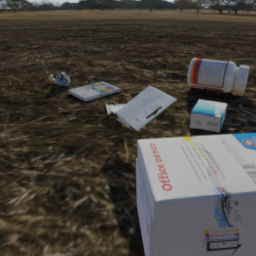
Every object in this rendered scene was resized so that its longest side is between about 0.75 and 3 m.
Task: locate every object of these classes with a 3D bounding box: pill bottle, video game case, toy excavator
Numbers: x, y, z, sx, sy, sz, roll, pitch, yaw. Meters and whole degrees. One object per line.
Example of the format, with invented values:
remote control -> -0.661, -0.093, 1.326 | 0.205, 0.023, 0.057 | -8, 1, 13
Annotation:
pill bottle -> 4.679, -2.721, 14.653 | 2.864, 1.569, 1.569 | 13, 30, 23
video game case -> -1.762, -1.937, 14.647 | 2.156, 0.194, 1.544 | -22, 34, -36
toy excavator -> -3.889, -2.725, 15.806 | 1.163, 1.196, 0.597 | 51, 37, 0

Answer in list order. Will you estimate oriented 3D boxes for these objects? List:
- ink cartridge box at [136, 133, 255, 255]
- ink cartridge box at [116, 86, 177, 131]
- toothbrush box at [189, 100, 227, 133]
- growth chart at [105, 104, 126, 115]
ink cartridge box -> 1.663, 1.506, 5.863 | 2.827, 2.045, 2.081 | -3, 27, -5
ink cartridge box -> 0.621, -0.581, 9.612 | 1.669, 0.586, 2.054 | -39, 33, -5
toothbrush box -> 3.247, -0.509, 11.304 | 1.176, 0.685, 1.607 | 11, 29, 21
growth chart -> -0.166, -0.820, 12.512 | 1.711, 0.152, 1.238 | -1, 28, -3
